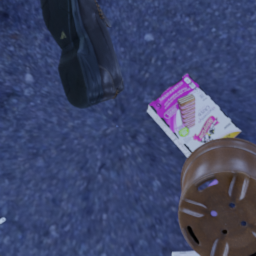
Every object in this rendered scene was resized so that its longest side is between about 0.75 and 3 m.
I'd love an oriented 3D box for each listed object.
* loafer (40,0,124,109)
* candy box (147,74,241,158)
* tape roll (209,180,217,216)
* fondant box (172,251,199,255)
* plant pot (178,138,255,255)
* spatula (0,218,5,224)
[{"bbox_3d":[-0.810,-1.816,5.048,1.030,1.037,2.849,-18,102,-40],"label":"loafer"},{"bbox_3d":[1.853,-0.211,8.131,1.545,0.691,2.265,-40,81,-8],"label":"candy box"},{"bbox_3d":[3.124,2.333,7.462,2.257,0.959,2.257,0,78,-1],"label":"tape roll"},{"bbox_3d":[1.588,3.866,7.473,0.731,0.295,1.013,-3,79,-1],"label":"fondant box"},{"bbox_3d":[1.826,1.288,5.057,2.024,2.004,2.024,2,95,19],"label":"plant pot"},{"bbox_3d":[-4.245,2.655,7.827,1.404,0.113,0.977,-35,79,-7],"label":"spatula"}]
